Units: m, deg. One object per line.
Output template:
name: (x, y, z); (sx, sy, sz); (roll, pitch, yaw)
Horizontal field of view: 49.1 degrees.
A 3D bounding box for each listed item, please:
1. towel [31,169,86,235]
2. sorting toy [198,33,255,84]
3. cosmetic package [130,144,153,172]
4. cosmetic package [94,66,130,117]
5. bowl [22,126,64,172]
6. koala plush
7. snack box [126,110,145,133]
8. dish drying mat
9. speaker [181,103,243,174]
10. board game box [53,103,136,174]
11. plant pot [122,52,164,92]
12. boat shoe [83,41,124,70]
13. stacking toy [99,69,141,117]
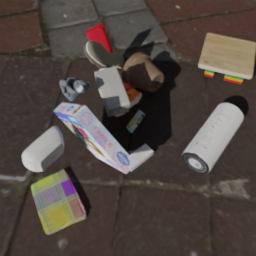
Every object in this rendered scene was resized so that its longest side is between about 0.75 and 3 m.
towel: (-2.493, 2.582, 9.853); (1.463, 0.232, 2.037); (-25, 59, -15)
sorting toy: (4.660, -3.253, 13.337); (2.375, 0.826, 2.361); (16, 57, 10)
cosmetic package: (0.394, 1.138, 10.758); (1.158, 0.293, 0.478); (-35, 63, -21)
cosmetic package: (-0.565, -1.269, 9.749); (0.832, 0.702, 1.557); (-16, 70, -10)
bowl: (-2.437, 0.725, 8.358); (0.515, 1.378, 1.380); (41, 63, 10)
koala plush: (-1.617, -1.265, 8.900); (0.802, 0.737, 0.711); (-9, 16, 23)
snack box: (0.295, -0.264, 11.245); (0.903, 0.168, 0.525); (-53, 23, 8)
dish drying mat: (-1.118, -3.413, 12.022); (0.784, 2.042, 0.186); (-29, 51, -5)
speaker: (3.284, 0.338, 10.757); (1.173, 1.173, 2.889); (32, 62, 19)
board game box: (-1.205, 0.271, 9.393); (0.520, 2.520, 2.526); (-47, 24, -15)
plant pot: (0.735, -2.245, 12.041); (1.590, 1.590, 1.387); (-37, 56, -22)
boat shoe: (-1.073, -2.772, 11.232); (0.762, 2.673, 0.894); (-7, 87, 28)
stacking toy: (-0.544, -1.560, 11.391); (1.969, 1.439, 1.439); (49, 65, -8)
